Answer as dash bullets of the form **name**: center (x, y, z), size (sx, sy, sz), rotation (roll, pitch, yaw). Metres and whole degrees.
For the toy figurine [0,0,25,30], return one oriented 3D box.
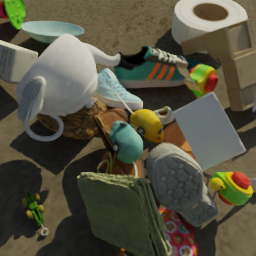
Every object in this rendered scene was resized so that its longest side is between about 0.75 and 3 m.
- **toy figurine**: center (-5.508, -4.820, 11.502), size (1.937, 1.580, 2.105), rotation (-6, 29, 3)

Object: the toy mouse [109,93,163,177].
- **toy mouse**: center (0.499, 0.524, 6.716), size (2.831, 0.548, 2.516), rotation (42, 35, -13)

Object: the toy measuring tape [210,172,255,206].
- **toy measuring tape**: center (2.674, 1.416, 6.405), size (2.059, 0.757, 0.757), rotation (12, 44, -32)

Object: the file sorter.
- **file sorter**: center (2.040, 0.119, 7.187), size (1.112, 0.998, 1.603), rotation (-28, 78, 11)

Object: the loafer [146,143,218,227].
- **loafer**: center (1.050, 1.141, 5.774), size (1.033, 2.953, 1.031), rotation (-34, 46, 1)

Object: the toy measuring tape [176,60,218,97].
- **toy measuring tape**: center (1.926, -1.509, 7.656), size (0.862, 2.342, 0.862), rotation (-9, 71, 26)

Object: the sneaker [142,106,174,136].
- **sneaker**: center (0.765, -0.217, 8.277), size (1.198, 0.484, 0.458), rotation (-32, 49, -3)

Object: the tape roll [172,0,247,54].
- **tape roll**: center (3.182, -4.207, 11.235), size (2.826, 0.988, 2.826), rotation (0, 52, -1)

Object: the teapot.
- **teapot**: center (-1.550, -1.034, 6.921), size (1.619, 2.216, 2.188), rotation (42, 41, -15)

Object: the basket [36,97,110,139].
- **basket**: center (-1.698, -0.433, 8.474), size (1.926, 1.435, 1.374), rotation (25, 88, 19)

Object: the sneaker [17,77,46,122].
- **sneaker**: center (-1.893, -0.582, 5.663), size (0.379, 0.992, 0.399), rotation (38, 18, 21)

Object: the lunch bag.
- **lunch bag**: center (0.942, 2.432, 6.245), size (1.093, 0.508, 1.241), rotation (-21, 54, -16)

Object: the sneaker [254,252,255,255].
- **sneaker**: center (2.986, 2.974, 5.632), size (2.295, 0.890, 1.047), rotation (-8, 48, -8)

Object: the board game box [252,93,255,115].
- **board game box**: center (3.980, -0.662, 8.237), size (0.795, 0.245, 0.794), rotation (26, 60, -27)

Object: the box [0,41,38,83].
- **box**: center (-4.269, -2.304, 9.212), size (2.663, 1.094, 0.911), rotation (21, 15, 27)

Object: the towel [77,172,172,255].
- **towel**: center (-0.181, 1.691, 5.667), size (0.408, 1.658, 2.235), rotation (-22, 11, -42)

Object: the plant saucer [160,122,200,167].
- **plant saucer**: center (1.732, 0.409, 8.024), size (1.604, 0.259, 1.604), rotation (0, 52, 0)

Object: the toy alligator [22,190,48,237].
- **toy alligator**: center (-2.197, 2.022, 6.654), size (0.385, 0.279, 1.160), rotation (-20, 80, -24)

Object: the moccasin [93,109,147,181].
- **moccasin**: center (-0.258, 0.829, 7.015), size (1.148, 1.088, 2.975), rotation (-12, 66, -11)

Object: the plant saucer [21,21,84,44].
- **plant saucer**: center (-2.889, -3.665, 10.863), size (2.362, 0.455, 2.362), rotation (5, 31, -3)

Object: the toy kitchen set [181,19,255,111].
- **toy kitchen set**: center (3.541, -2.125, 9.405), size (2.058, 2.522, 2.276), rotation (-22, 13, -20)

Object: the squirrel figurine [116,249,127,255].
- **squirrel figurine**: center (-0.035, 3.094, 5.744), size (0.892, 0.676, 0.956), rotation (38, 74, 14)

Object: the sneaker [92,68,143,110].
- **sneaker**: center (-0.599, -1.298, 8.739), size (2.428, 0.995, 0.898), rotation (21, 20, 15)

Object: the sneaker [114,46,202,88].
- **sneaker**: center (1.022, -2.080, 9.198), size (2.983, 1.192, 1.065), rotation (-7, 37, -3)
